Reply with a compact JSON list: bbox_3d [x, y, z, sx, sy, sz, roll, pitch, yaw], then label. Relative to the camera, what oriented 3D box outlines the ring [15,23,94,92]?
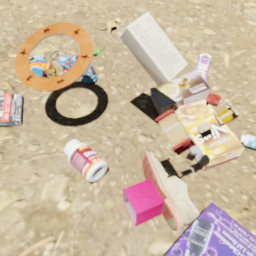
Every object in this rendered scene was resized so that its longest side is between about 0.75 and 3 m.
[{"bbox_3d":[-2.497,-2.449,9.265,2.759,0.265,2.759,-4,66,8],"label":"ring"}]

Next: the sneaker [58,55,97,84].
[{"bbox_3d":[-2.388,-3.054,13.155,2.357,1.126,0.935,29,55,23],"label":"sneaker"}]

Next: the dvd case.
[{"bbox_3d":[-5.598,-0.793,11.437,2.355,0.259,1.719,0,47,-19],"label":"dvd case"}]

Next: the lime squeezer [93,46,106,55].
[{"bbox_3d":[-1.627,-4.023,14.483,0.267,0.500,1.415,10,16,30],"label":"lime squeezer"}]

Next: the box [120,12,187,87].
[{"bbox_3d":[0.765,-2.352,8.526,0.940,0.770,1.980,-41,98,-18],"label":"box"}]

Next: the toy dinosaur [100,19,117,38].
[{"bbox_3d":[-1.133,-5.856,16.008,0.938,0.540,1.854,9,49,6],"label":"toy dinosaur"}]

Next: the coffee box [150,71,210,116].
[{"bbox_3d":[2.122,-1.353,11.552,2.139,0.853,1.223,-21,55,-3],"label":"coffee box"}]

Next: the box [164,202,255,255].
[{"bbox_3d":[2.108,3.522,7.327,1.783,1.257,2.410,37,58,27],"label":"box"}]

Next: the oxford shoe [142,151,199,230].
[{"bbox_3d":[1.278,1.871,9.074,1.005,0.964,2.723,-15,60,-19],"label":"oxford shoe"}]

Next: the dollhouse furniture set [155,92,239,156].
[{"bbox_3d":[1.632,-0.168,6.707,1.716,0.698,0.923,-31,66,11],"label":"dollhouse furniture set"}]

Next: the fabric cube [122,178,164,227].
[{"bbox_3d":[0.441,2.290,8.632,0.934,0.919,0.937,-20,51,-16],"label":"fabric cube"}]

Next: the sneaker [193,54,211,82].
[{"bbox_3d":[3.224,-2.500,12.595,0.808,1.271,2.229,12,51,9],"label":"sneaker"}]

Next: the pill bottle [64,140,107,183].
[{"bbox_3d":[-1.511,1.102,9.701,0.865,0.865,1.532,-36,58,-27],"label":"pill bottle"}]

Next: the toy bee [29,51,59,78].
[{"bbox_3d":[-3.839,-2.486,12.796,2.360,1.283,1.545,6,58,36],"label":"toy bee"}]

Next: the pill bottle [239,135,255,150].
[{"bbox_3d":[4.621,0.538,10.472,0.819,0.454,0.454,19,52,17],"label":"pill bottle"}]

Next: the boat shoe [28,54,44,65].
[{"bbox_3d":[-4.642,-3.391,13.945,0.445,0.384,1.237,19,52,16],"label":"boat shoe"}]

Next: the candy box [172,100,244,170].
[{"bbox_3d":[2.882,0.173,10.591,1.526,0.731,2.644,-15,50,-14],"label":"candy box"}]
